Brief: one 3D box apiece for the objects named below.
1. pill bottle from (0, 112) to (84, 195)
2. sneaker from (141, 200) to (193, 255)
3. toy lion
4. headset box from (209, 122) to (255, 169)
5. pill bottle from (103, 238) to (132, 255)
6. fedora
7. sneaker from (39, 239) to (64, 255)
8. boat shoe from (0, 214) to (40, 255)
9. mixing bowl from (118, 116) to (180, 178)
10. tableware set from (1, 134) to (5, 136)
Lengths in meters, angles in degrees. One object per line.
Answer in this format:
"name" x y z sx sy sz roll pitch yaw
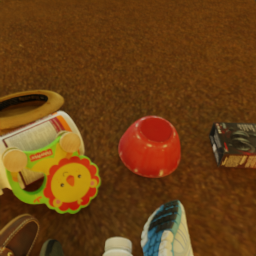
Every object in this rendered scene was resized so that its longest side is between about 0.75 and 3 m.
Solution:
"pill bottle" -2.832 0.764 7.898 2.875 1.575 1.575 -27 50 -25
"sneaker" 1.015 2.951 6.209 1.298 1.123 2.996 41 33 -13
"toy lion" -1.836 1.256 7.147 2.188 2.097 0.751 -18 11 -27
"headset box" 3.628 0.542 8.732 1.846 0.713 1.374 2 44 -1
"pill bottle" -0.240 3.122 6.070 0.721 0.721 1.272 1 44 2
"fedora" -3.422 -0.285 9.098 2.828 1.153 2.828 -6 29 3
"sneaker" -1.201 3.136 5.712 1.188 0.793 2.075 -30 40 6
"boat shoe" -2.669 3.017 5.938 0.871 0.872 2.477 -6 42 43
"mixing bowl" 0.741 0.373 8.469 1.989 1.077 1.989 5 49 -5
"tableware set" -3.904 0.456 7.911 0.130 1.123 0.938 43 79 13
